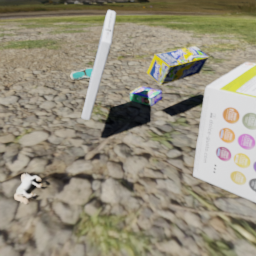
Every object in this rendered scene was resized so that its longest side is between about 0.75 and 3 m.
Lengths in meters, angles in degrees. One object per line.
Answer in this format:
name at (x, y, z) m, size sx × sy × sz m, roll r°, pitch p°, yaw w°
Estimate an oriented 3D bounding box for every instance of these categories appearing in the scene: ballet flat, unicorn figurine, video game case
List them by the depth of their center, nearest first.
unicorn figurine at (-2.852, 1.629, 7.997) m, size 0.763 × 0.410 × 1.111 m, roll 7°, pitch 30°, yaw 16°
video game case at (-0.999, -2.136, 9.456) m, size 0.336 × 2.878 × 2.617 m, roll 14°, pitch 38°, yaw -11°
ballet flat at (-2.654, -3.262, 17.002) m, size 1.753 × 0.629 × 0.629 m, roll -11°, pitch 30°, yaw -19°

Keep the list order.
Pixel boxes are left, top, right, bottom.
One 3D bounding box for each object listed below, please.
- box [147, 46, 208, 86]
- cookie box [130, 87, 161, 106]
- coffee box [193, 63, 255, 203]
box at (1.968, -2.453, 10.857) m, size 2.552 × 0.894 × 0.821 m, roll -22°, pitch 59°, yaw -39°
cookie box at (0.870, -1.590, 13.929) m, size 1.243 × 0.467 × 1.063 m, roll 17°, pitch 34°, yaw 30°
coffee box at (4.036, 0.090, 8.128) m, size 2.949 × 2.978 × 2.982 m, roll 21°, pitch 35°, yaw 34°
